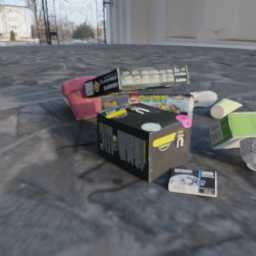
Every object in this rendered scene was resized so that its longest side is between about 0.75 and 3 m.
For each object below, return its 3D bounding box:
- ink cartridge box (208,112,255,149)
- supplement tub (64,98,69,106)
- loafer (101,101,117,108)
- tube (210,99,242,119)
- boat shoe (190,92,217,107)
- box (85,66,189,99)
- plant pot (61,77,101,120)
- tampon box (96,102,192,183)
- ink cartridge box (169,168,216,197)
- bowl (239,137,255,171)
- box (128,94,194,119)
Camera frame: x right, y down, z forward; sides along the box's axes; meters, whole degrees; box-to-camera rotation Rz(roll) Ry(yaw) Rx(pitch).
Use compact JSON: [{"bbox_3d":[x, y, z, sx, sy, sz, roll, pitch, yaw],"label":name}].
[{"bbox_3d":[3.747,0.071,8.206,2.414,0.716,1.253,-3,-18,-12],"label":"ink cartridge box"},{"bbox_3d":[-2.244,-1.309,12.532,0.954,0.954,1.312,-15,26,-33],"label":"supplement tub"},{"bbox_3d":[-0.964,-1.108,12.918,0.876,0.296,0.333,-4,22,-10],"label":"loafer"},{"bbox_3d":[4.238,-0.907,12.167,0.600,0.670,2.310,-32,-5,38],"label":"tube"},{"bbox_3d":[3.062,-1.336,12.861,2.096,0.771,0.685,-7,26,-21],"label":"boat shoe"},{"bbox_3d":[0.273,-1.630,10.026,2.968,0.683,2.359,-10,4,-34],"label":"box"},{"bbox_3d":[-1.711,-1.115,11.028,1.576,1.411,1.576,-15,-1,0],"label":"plant pot"},{"bbox_3d":[0.394,0.261,7.899,1.643,1.384,2.193,-19,28,-39],"label":"tampon box"},{"bbox_3d":[1.622,1.255,6.959,1.091,0.239,1.101,4,21,15],"label":"ink cartridge box"},{"bbox_3d":[3.447,0.787,7.304,1.211,1.211,0.568,13,65,31],"label":"bowl"},{"bbox_3d":[1.048,-0.536,9.710,2.308,1.270,0.401,4,-4,30],"label":"box"}]
